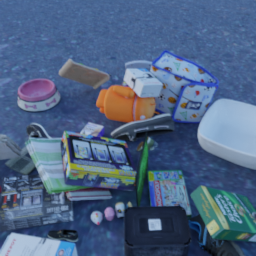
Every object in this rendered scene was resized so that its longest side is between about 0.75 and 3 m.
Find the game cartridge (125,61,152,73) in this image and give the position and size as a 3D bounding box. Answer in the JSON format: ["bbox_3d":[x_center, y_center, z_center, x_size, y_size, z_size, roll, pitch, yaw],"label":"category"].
[{"bbox_3d":[0.642,-3.006,14.758,1.595,1.062,0.326,1,42,0],"label":"game cartridge"}]

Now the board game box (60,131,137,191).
[{"bbox_3d":[-0.997,1.103,9.435,2.370,0.672,1.959,12,32,-25],"label":"board game box"}]

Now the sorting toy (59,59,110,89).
[{"bbox_3d":[-2.090,-2.551,13.255,2.006,1.856,0.366,19,72,-26],"label":"sorting toy"}]

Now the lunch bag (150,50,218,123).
[{"bbox_3d":[2.193,-1.562,11.824,2.715,2.308,1.681,28,50,14],"label":"lunch bag"}]

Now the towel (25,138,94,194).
[{"bbox_3d":[-2.204,1.122,9.180,1.694,0.348,2.270,-1,39,-42],"label":"towel"}]

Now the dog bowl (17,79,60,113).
[{"bbox_3d":[-4.296,-1.617,13.354,2.017,0.744,2.017,0,41,0],"label":"dog bowl"}]

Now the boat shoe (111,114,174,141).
[{"bbox_3d":[0.595,0.135,11.081,2.538,0.849,0.723,-18,69,1],"label":"boat shoe"}]

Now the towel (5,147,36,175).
[{"bbox_3d":[-3.813,1.243,10.431,1.083,0.194,1.125,21,42,19],"label":"towel"}]

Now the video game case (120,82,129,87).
[{"bbox_3d":[0.428,-1.580,13.507,2.058,0.407,2.271,26,47,23],"label":"video game case"}]

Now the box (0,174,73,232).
[{"bbox_3d":[-2.857,2.226,8.824,2.145,0.534,1.691,-5,41,-13],"label":"box"}]

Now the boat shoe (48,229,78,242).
[{"bbox_3d":[-1.879,3.052,8.075,0.907,0.284,0.332,3,14,11],"label":"boat shoe"}]

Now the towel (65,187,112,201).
[{"bbox_3d":[-1.571,1.618,9.518,1.518,0.240,2.107,6,34,-34],"label":"towel"}]

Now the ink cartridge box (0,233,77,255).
[{"bbox_3d":[-2.369,3.585,7.126,1.823,0.783,1.335,6,40,8],"label":"ink cartridge box"}]

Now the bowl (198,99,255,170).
[{"bbox_3d":[4.312,0.300,10.794,2.975,1.110,2.970,22,45,23],"label":"bowl"}]

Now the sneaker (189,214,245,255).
[{"bbox_3d":[2.417,3.265,7.574,0.927,0.829,2.264,-10,31,-8],"label":"sneaker"}]

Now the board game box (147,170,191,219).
[{"bbox_3d":[1.307,2.168,9.226,1.211,0.262,1.799,-1,40,-1],"label":"board game box"}]

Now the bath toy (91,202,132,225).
[{"bbox_3d":[-0.491,2.601,8.456,1.272,0.553,0.470,-13,18,-10],"label":"bath toy"}]

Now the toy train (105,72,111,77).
[{"bbox_3d":[-1.622,-2.826,14.953,1.457,0.334,0.249,-2,12,-2],"label":"toy train"}]

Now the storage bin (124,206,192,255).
[{"bbox_3d":[0.768,2.940,7.870,1.781,0.835,1.204,0,40,-2],"label":"storage bin"}]

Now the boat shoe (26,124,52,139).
[{"bbox_3d":[-3.498,0.451,10.877,1.926,0.712,0.581,40,29,29],"label":"boat shoe"}]

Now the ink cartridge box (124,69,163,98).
[{"bbox_3d":[0.581,-1.782,10.975,0.951,0.549,1.311,-7,41,-32],"label":"ink cartridge box"}]

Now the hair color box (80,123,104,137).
[{"bbox_3d":[-1.555,0.389,11.220,0.723,0.429,1.323,14,44,15],"label":"hair color box"}]

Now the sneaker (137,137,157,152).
[{"bbox_3d":[0.718,0.714,10.446,0.480,1.070,0.359,28,60,-9],"label":"sneaker"}]

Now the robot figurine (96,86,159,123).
[{"bbox_3d":[-0.004,-0.952,11.570,2.544,1.830,1.484,10,29,17],"label":"robot figurine"}]

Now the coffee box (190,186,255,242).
[{"bbox_3d":[2.889,2.436,7.841,2.227,0.490,1.369,19,33,-31],"label":"coffee box"}]

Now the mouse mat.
[{"bbox_3d":[0.470,1.363,9.094,0.078,1.665,2.069,4,41,11],"label":"mouse mat"}]

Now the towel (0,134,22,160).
[{"bbox_3d":[-5.016,0.792,9.806,2.224,1.474,0.383,-8,61,3],"label":"towel"}]
